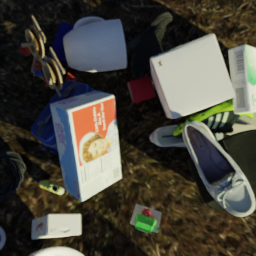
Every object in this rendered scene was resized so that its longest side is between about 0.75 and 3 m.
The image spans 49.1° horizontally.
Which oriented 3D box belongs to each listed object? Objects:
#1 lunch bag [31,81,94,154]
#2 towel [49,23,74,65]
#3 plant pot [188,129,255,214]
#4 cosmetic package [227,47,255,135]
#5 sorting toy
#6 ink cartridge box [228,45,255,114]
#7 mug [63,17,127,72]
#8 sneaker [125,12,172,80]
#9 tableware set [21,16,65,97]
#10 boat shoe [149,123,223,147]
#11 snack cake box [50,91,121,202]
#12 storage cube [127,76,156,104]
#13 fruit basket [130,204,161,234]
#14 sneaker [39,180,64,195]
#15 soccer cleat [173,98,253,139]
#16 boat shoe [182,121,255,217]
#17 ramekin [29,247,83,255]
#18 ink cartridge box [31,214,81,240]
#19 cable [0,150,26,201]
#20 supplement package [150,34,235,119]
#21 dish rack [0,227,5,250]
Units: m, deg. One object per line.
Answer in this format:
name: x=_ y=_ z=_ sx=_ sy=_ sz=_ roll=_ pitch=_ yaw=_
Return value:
lunch bag: x=-1.887 y=-0.232 z=8.812 sx=1.637 sy=1.594 sz=2.410 roll=17 pitch=69 yaw=48
towel: x=-2.220 y=-3.148 z=10.632 sx=1.181 sy=0.396 sz=1.599 roll=13 pitch=74 yaw=-3
plant pot: x=2.932 y=1.281 z=7.976 sx=1.774 sy=1.995 sz=2.000 roll=6 pitch=55 yaw=-38
cosmetic package: x=4.273 y=-1.080 z=9.462 sx=1.216 sy=1.441 sz=2.787 roll=19 pitch=76 yaw=6
sorting toy: x=-2.807 y=-1.861 z=9.711 sx=2.315 sy=1.116 sz=0.392 roll=34 pitch=54 yaw=-7
ink cartridge box: x=3.391 y=-1.245 z=7.532 sx=2.038 sy=0.510 sz=1.640 roll=-7 pitch=91 yaw=-44
mug: x=-1.115 y=-2.783 z=9.053 sx=1.822 sy=1.534 sz=2.078 roll=-9 pitch=65 yaw=-4
sneaker: x=0.947 y=-2.966 z=10.371 sx=2.678 sy=0.804 sz=1.397 roll=-41 pitch=78 yaw=-6
tableware set: x=-2.448 y=-1.910 z=7.815 sx=0.411 sy=1.355 sz=2.050 roll=-25 pitch=76 yaw=-26
boat shoe: x=1.901 y=0.187 z=9.359 sx=2.463 sy=0.822 sz=0.906 roll=2 pitch=89 yaw=-16
snack cake box: x=-1.115 y=0.472 z=7.876 sx=1.553 sy=2.700 sz=0.907 roll=-23 pitch=30 yaw=-39
storage cube: x=0.437 y=-1.303 z=9.612 sx=0.771 sy=0.733 sz=0.857 roll=-15 pitch=95 yaw=-5
fruit basket: x=0.530 y=2.671 z=8.260 sx=0.830 sy=0.896 sz=0.420 roll=17 pitch=109 yaw=6
sneaker: x=-2.506 y=1.885 z=9.071 sx=0.898 sy=0.343 sz=0.339 roll=14 pitch=70 yaw=16
soccer cleat: x=2.527 y=-0.127 z=8.344 sx=2.398 sy=0.810 sz=0.972 roll=-28 pitch=102 yaw=13
boat shoe: x=2.060 y=0.951 z=6.582 sx=0.928 sy=0.807 sz=2.517 roll=-31 pitch=78 yaw=17
ramekin: x=-2.031 y=4.276 z=7.265 sx=2.303 sy=1.123 sz=2.303 roll=8 pitch=72 yaw=-26
ink cartridge box: x=-1.931 y=2.645 z=7.497 sx=0.928 sy=1.279 sz=0.533 roll=11 pitch=64 yaw=-33
cable: x=-4.208 y=1.638 z=9.234 sx=1.465 sy=0.456 sz=1.795 roll=12 pitch=76 yaw=-4
supplement package: x=1.655 y=-1.278 z=8.022 sx=1.644 sy=2.811 sz=1.649 roll=-20 pitch=91 yaw=6
dish rack: x=-5.268 y=3.652 z=8.515 sx=2.372 sy=0.602 sz=2.763 roll=38 pitch=77 yaw=11
